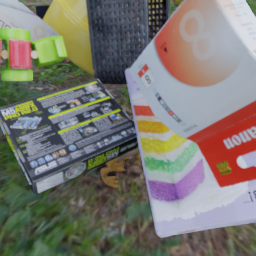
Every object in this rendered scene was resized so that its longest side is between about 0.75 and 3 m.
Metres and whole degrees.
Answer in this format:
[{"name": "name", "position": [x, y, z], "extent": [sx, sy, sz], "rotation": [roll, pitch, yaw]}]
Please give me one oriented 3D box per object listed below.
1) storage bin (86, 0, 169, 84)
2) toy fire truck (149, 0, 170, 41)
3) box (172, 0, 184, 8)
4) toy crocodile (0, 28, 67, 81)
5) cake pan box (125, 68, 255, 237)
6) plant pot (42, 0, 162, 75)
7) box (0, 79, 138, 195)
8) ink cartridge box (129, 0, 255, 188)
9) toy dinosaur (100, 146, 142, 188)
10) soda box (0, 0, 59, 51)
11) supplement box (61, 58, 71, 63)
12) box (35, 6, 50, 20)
[{"name": "storage bin", "position": [0.075, -2.329, 5.843], "extent": [1.227, 2.617, 1.769], "rotation": [5, 23, 19]}, {"name": "toy fire truck", "position": [-0.056, -4.245, 9.607], "extent": [2.517, 2.215, 1.619], "rotation": [22, 31, 30]}, {"name": "box", "position": [1.523, -4.061, 8.035], "extent": [0.425, 1.757, 1.031], "rotation": [-33, 51, 1]}, {"name": "toy crocodile", "position": [-2.450, -1.260, 4.661], "extent": [2.805, 0.947, 0.866], "rotation": [-4, 12, -28]}, {"name": "cake pan box", "position": [1.488, 0.022, 3.970], "extent": [2.738, 0.716, 2.521], "rotation": [-11, 68, 6]}, {"name": "plant pot", "position": [-0.498, -3.247, 7.926], "extent": [2.898, 2.726, 2.898], "rotation": [33, 24, -17]}, {"name": "box", "position": [-0.990, 0.021, 4.835], "extent": [1.973, 0.437, 1.580], "rotation": [-23, 58, -28]}, {"name": "ink cartridge box", "position": [0.833, -0.244, 2.812], "extent": [0.451, 1.460, 1.800], "rotation": [-21, 80, -31]}, {"name": "toy dinosaur", "position": [-0.380, 0.652, 6.936], "extent": [2.852, 0.861, 1.515], "rotation": [-8, 33, 15]}, {"name": "soda box", "position": [-2.696, -2.427, 6.012], "extent": [0.775, 2.438, 0.834], "rotation": [29, 88, 38]}, {"name": "supplement box", "position": [-2.497, -3.425, 12.475], "extent": [1.225, 0.676, 0.525], "rotation": [-30, 47, -35]}, {"name": "box", "position": [-3.102, -4.774, 13.178], "extent": [1.963, 1.210, 1.947], "rotation": [-3, 0, -3]}]
